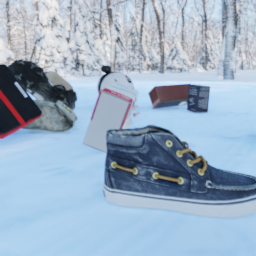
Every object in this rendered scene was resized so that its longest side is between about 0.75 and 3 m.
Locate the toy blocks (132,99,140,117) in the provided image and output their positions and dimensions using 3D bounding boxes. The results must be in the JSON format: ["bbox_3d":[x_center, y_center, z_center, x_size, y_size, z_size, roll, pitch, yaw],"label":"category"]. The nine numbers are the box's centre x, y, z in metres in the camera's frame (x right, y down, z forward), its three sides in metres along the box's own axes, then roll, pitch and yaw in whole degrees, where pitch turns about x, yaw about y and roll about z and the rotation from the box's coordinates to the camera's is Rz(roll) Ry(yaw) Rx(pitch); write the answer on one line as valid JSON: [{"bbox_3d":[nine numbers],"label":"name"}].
[{"bbox_3d":[-0.026,-0.848,11.759,0.676,0.803,0.750,-22,19,-37],"label":"toy blocks"}]

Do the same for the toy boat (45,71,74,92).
[{"bbox_3d":[-3.532,-1.708,13.209,1.305,1.303,1.997,0,-27,35],"label":"toy boat"}]

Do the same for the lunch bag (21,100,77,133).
[{"bbox_3d":[-2.540,-0.408,9.312,1.695,0.996,1.390,7,10,-9],"label":"lunch bag"}]

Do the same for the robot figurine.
[{"bbox_3d":[-0.620,-1.891,13.447,1.962,1.630,2.611,22,6,-16],"label":"robot figurine"}]

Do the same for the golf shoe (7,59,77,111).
[{"bbox_3d":[-3.374,-1.406,10.779,2.973,1.405,1.156,37,59,4],"label":"golf shoe"}]

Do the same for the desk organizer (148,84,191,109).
[{"bbox_3d":[2.274,-1.650,14.453,2.318,0.892,0.831,-8,-18,-26],"label":"desk organizer"}]

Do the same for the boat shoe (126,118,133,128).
[{"bbox_3d":[-0.205,-0.615,9.402,0.557,0.610,1.696,-19,38,2],"label":"boat shoe"}]

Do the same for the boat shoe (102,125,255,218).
[{"bbox_3d":[0.831,0.581,4.136,2.489,1.130,0.881,1,12,6],"label":"boat shoe"}]

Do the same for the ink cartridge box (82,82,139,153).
[{"bbox_3d":[-0.374,-0.344,7.247,0.785,1.382,1.896,21,18,2],"label":"ink cartridge box"}]

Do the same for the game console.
[{"bbox_3d":[-3.436,-0.734,7.502,0.287,1.852,1.637,-32,7,40],"label":"game console"}]

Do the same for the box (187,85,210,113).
[{"bbox_3d":[3.294,-1.373,13.184,0.658,1.262,0.934,-1,13,-15],"label":"box"}]
